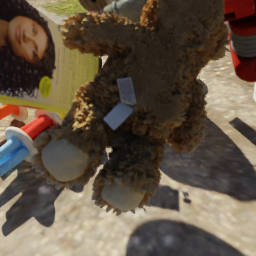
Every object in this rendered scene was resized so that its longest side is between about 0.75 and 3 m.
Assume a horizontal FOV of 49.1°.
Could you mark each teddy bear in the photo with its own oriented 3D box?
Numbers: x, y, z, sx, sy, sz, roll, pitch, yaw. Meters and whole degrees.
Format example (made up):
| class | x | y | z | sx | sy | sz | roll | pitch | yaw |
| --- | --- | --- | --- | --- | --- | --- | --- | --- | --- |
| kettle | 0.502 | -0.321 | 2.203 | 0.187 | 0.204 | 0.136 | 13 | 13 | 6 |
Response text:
| class | x | y | z | sx | sy | sz | roll | pitch | yaw |
| --- | --- | --- | --- | --- | --- | --- | --- | --- | --- |
| teddy bear | 0.099 | -0.369 | 2.917 | 1.832 | 0.844 | 2.527 | 13 | 84 | -11 |

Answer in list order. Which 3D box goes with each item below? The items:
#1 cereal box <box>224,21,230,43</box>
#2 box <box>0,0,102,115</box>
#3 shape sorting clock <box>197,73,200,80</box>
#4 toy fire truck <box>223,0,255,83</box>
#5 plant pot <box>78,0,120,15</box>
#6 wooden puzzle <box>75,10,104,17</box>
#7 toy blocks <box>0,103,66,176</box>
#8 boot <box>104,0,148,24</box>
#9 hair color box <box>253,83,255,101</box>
| class | x | y | z | sx | sy | sz | roll | pitch | yaw |
| --- | --- | --- | --- | --- | --- | --- | --- | --- | --- |
| cereal box | 2.318 | -3.241 | 7.375 | 0.479 | 1.745 | 2.426 | -20 | 37 | -26 |
| box | -1.188 | -0.771 | 3.519 | 0.727 | 1.092 | 2.901 | 3 | -1 | 16 |
| shape sorting clock | 1.615 | -1.731 | 9.233 | 1.462 | 0.287 | 1.462 | -4 | 41 | 3 |
| toy fire truck | 1.643 | -1.209 | 3.878 | 2.243 | 1.974 | 1.443 | -9 | 65 | 17 |
| plant pot | -0.687 | -4.466 | 8.621 | 1.952 | 1.952 | 1.693 | 20 | 65 | 21 |
| wooden puzzle | -1.092 | -2.825 | 7.260 | 1.068 | 0.075 | 0.634 | -5 | 48 | 6 |
| toy blocks | -2.683 | -0.147 | 6.917 | 2.302 | 1.003 | 2.762 | 23 | 47 | 23 |
| boot | 0.938 | -1.628 | 4.346 | 2.130 | 1.937 | 0.773 | -23 | 43 | 18 |
| hair color box | 3.040 | -1.341 | 5.587 | 0.649 | 2.032 | 1.127 | 1 | 28 | 11 |
